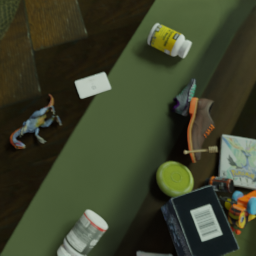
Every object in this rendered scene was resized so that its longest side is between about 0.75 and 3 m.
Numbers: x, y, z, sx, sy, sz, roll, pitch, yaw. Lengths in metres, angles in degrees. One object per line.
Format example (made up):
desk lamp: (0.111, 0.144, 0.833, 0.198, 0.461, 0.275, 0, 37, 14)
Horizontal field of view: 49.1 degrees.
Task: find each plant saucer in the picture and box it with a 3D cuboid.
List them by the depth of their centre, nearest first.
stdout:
plant saucer: (1.805, 1.911, 10.646, 1.471, 0.229, 1.471, 5, 57, -8)

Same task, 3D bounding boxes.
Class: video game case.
video game case: (4.704, 1.378, 11.021, 2.185, 0.240, 1.991, 9, 68, 4)

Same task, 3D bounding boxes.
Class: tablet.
tablet: (-1.568, -1.888, 12.416, 1.417, 0.097, 0.922, -19, 70, -7)

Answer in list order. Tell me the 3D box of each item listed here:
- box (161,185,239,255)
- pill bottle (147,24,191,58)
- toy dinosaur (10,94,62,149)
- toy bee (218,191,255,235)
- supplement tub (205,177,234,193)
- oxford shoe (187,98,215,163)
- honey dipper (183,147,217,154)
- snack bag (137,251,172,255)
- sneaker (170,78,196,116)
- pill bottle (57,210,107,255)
box: (2.136, 3.141, 9.068, 1.369, 2.557, 1.897, -17, 69, -7)
pill bottle: (1.879, -3.900, 12.711, 1.812, 1.019, 1.019, 29, 71, 11)
toy dinosaur: (-3.845, -0.059, 11.509, 2.059, 1.191, 2.269, -23, 36, 0)
toy bee: (3.915, 2.942, 9.811, 2.471, 1.617, 1.343, 6, 96, -16)
supplement tub: (3.371, 2.092, 10.403, 0.977, 0.522, 0.522, 0, 62, 42)
oxford shoe: (2.878, 0.054, 11.008, 0.973, 0.955, 2.683, 2, 74, 20)
honey dipper: (1.984, 0.630, 7.734, 0.907, 0.172, 0.172, -6, 67, 18)
snack bag: (0.913, 5.031, 9.619, 1.331, 0.151, 1.412, 4, 68, 2)
sneaker: (2.372, -1.408, 11.936, 0.782, 0.665, 1.787, 16, 69, 11)
pill bottle: (-1.555, 3.743, 9.499, 0.950, 0.950, 1.668, 37, 84, 13)
